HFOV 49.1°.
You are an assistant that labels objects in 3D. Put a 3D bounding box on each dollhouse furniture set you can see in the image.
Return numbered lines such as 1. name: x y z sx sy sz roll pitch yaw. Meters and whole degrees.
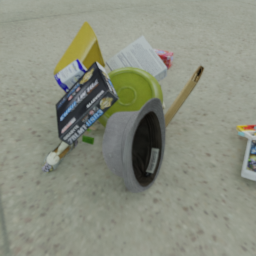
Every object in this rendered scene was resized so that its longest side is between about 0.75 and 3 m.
1. dollhouse furniture set: -1.394 0.125 10.804 0.444 0.574 1.149 15 36 3

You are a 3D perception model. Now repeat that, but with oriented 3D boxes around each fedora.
1. fedora: 0.107 0.487 8.520 1.341 2.971 2.627 10 42 28

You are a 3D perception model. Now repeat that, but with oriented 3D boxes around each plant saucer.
1. plant saucer: -0.062 -1.139 10.627 2.774 0.431 2.774 -2 75 7
2. plant saucer: -1.787 -2.497 11.660 0.642 2.652 2.651 21 70 16

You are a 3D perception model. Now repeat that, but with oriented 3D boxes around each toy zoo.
1. toy zoo: 4.795 0.160 10.609 1.451 0.148 0.952 -2 27 -15

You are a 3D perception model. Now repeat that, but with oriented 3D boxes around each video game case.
1. video game case: 5.258 1.176 9.459 2.472 0.318 2.719 17 34 20

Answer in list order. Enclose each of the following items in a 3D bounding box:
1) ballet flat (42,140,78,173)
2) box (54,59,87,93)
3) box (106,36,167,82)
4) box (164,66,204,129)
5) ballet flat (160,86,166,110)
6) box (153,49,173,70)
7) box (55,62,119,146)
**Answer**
1. ballet flat: -2.326 0.827 9.354 0.564 0.564 1.567 31 69 34
2. box: -1.925 -1.756 10.262 1.098 1.009 0.576 -35 57 4
3. box: 0.406 -2.685 12.770 2.079 1.091 1.912 -34 79 2
4. box: 1.767 -0.867 10.089 0.288 2.704 2.210 33 31 4
5. ballet flat: 0.959 -0.776 11.695 0.914 0.909 2.672 38 52 -5
6. box: 1.692 -3.948 15.970 1.616 0.771 0.806 14 40 18
7. box: -1.460 -0.859 9.203 2.229 0.554 2.213 -43 34 15
